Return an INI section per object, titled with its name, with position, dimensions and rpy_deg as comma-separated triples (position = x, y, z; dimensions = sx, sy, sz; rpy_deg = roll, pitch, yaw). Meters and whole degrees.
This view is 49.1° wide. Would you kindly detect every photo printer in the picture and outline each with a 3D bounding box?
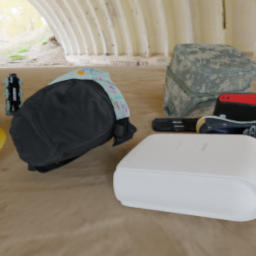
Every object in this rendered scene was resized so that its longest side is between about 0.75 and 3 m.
[photo printer]
position = 1.129, 0.659, 4.476
dimensions = 2.214, 0.769, 1.842
rpy_deg = 1, 17, 26

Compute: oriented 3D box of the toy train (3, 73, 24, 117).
[toy train]
position = -3.916, -1.078, 9.495
dimensions = 0.638, 1.496, 0.853
rpy_deg = -3, -5, -32

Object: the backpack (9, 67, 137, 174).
[backpack]
position = -0.934, -0.302, 6.047
dimensions = 2.278, 1.728, 2.729
rpy_deg = -19, 4, 15

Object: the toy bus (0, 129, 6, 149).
[toy bus]
position = -3.290, -0.035, 4.844
dimensions = 1.189, 2.171, 2.301
rpy_deg = 26, 34, 30

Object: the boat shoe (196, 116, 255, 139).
[boat shoe]
position = 2.674, 0.228, 6.395
dimensions = 2.211, 0.825, 0.688
rpy_deg = 10, 30, 10

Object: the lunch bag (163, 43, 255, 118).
[lunch bag]
position = 2.689, -1.431, 9.631
dimensions = 2.826, 2.370, 1.969
rpy_deg = -10, 48, -27

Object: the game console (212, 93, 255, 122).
[game console]
position = 3.292, -0.282, 6.780
dimensions = 2.395, 0.420, 2.708
rpy_deg = 7, -12, 14

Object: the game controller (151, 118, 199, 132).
[game controller]
position = 1.516, -0.073, 8.632
dimensions = 1.563, 0.329, 0.815
rpy_deg = 0, 30, 0
